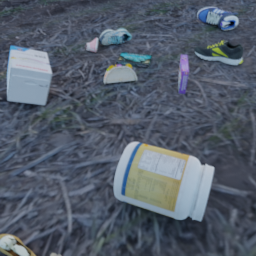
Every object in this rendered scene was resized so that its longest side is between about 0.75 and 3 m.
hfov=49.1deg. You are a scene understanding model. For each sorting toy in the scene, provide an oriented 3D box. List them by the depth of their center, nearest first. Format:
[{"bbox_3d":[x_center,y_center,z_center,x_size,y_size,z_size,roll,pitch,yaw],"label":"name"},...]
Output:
[{"bbox_3d":[-0.478,-2.686,13.413,1.564,0.836,1.408,-8,21,-9],"label":"sorting toy"}]

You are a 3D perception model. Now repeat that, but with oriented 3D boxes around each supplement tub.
[{"bbox_3d":[0.959,1.433,7.523,2.330,1.686,1.686,14,42,16],"label":"supplement tub"}]

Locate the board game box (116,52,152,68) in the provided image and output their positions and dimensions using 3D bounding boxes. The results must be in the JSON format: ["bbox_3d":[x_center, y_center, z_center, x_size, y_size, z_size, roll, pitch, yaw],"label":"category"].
[{"bbox_3d":[0.341,-3.586,14.737,1.704,0.240,1.152,8,40,10],"label":"board game box"}]

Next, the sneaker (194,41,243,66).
[{"bbox_3d":[4.787,-4.120,14.717,2.570,1.088,0.957,17,42,20],"label":"sneaker"}]

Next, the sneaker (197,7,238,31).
[{"bbox_3d":[5.891,-7.124,18.363,2.614,1.053,1.914,10,36,4],"label":"sneaker"}]

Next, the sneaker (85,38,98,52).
[{"bbox_3d":[-2.061,-4.754,15.951,0.670,0.483,1.282,4,44,-3],"label":"sneaker"}]

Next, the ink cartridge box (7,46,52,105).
[{"bbox_3d":[-4.177,-2.188,11.684,1.531,1.524,2.087,6,34,-26],"label":"ink cartridge box"}]

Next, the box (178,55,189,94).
[{"bbox_3d":[2.488,-2.443,12.672,0.317,1.110,1.622,4,40,6],"label":"box"}]

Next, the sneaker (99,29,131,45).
[{"bbox_3d":[-0.713,-5.281,16.363,2.110,0.819,0.911,-27,50,-29],"label":"sneaker"}]

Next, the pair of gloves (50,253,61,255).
[{"bbox_3d":[-1.466,3.551,6.087,1.551,0.272,1.319,17,39,17],"label":"pair of gloves"}]

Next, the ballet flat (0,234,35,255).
[{"bbox_3d":[-2.736,2.876,6.770,1.349,0.425,0.463,20,43,23],"label":"ballet flat"}]
